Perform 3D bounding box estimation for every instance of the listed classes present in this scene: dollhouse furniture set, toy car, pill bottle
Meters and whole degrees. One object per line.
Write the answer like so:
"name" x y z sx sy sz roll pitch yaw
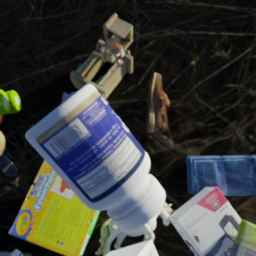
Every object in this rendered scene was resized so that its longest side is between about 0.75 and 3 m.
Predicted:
"dollhouse furniture set" -1.280 -1.915 9.144 1.596 2.538 2.870 31 70 13
"toy car" -4.525 0.370 8.906 2.223 2.135 2.707 -14 97 -2
"pill bottle" -0.568 0.708 6.007 1.743 1.743 2.912 -41 103 -16

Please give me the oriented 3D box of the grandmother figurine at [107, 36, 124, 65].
"grandmother figurine" -0.297 -2.091 7.613 0.376 1.242 0.753 -1 99 5

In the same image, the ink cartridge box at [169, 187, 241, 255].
"ink cartridge box" 2.388 2.931 7.773 1.503 0.875 2.076 -34 85 -13

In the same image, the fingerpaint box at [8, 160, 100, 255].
"fingerpaint box" -1.886 2.272 8.260 2.060 0.906 2.469 17 68 6

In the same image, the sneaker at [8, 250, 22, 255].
"sneaker" -2.310 3.256 4.761 0.878 0.868 2.212 38 37 -9

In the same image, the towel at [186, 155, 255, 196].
"towel" 2.978 1.497 8.788 2.257 0.548 1.260 0 68 0

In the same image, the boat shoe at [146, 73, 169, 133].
"boat shoe" 1.047 -0.848 9.697 0.740 0.789 2.191 5 73 -4

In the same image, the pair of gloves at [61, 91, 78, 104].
"pair of gloves" -1.835 -0.381 9.248 1.433 0.203 1.783 15 94 38

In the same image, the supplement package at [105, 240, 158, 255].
"supplement package" 0.091 3.279 5.927 1.203 0.925 1.258 -26 80 22

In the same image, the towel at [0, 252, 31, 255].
"towel" -3.669 4.079 7.832 1.762 0.304 1.168 3 68 1

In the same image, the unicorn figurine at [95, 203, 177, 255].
"unicorn figurine" 0.298 2.879 7.913 2.466 0.911 1.693 -2 45 9

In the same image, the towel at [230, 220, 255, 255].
"towel" 3.234 3.978 7.299 1.940 0.308 2.702 26 80 -14
